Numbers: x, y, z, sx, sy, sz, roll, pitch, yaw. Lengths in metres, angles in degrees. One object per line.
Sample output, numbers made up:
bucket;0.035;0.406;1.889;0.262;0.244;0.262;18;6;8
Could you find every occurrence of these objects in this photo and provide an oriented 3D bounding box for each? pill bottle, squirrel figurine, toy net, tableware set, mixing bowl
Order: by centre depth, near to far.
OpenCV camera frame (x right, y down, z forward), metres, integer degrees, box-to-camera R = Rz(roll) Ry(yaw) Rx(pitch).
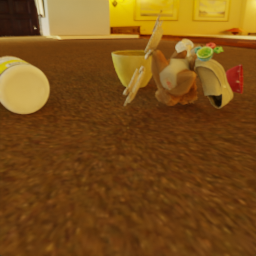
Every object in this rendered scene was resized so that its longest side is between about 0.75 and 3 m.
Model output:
toy net;1.654;-1.980;6.830;0.653;0.240;1.244;-42;47;-8
tableware set;0.440;-1.950;8.295;0.326;2.810;2.348;24;5;-4
squirrel figurine;1.844;-1.805;9.448;1.528;2.159;2.015;31;50;23
mixing bowl;3.576;-1.632;9.510;0.531;0.980;0.980;0;20;28
pill bottle;-3.941;-1.589;9.745;1.588;1.588;2.907;-14;26;-30

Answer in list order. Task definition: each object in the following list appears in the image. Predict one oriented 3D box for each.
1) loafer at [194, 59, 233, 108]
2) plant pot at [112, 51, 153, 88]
loafer;2.598;-1.312;8.521;0.741;1.958;0.669;4;57;51
plant pot;0.293;-2.591;12.428;2.016;1.431;2.016;0;21;0
